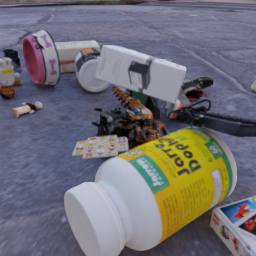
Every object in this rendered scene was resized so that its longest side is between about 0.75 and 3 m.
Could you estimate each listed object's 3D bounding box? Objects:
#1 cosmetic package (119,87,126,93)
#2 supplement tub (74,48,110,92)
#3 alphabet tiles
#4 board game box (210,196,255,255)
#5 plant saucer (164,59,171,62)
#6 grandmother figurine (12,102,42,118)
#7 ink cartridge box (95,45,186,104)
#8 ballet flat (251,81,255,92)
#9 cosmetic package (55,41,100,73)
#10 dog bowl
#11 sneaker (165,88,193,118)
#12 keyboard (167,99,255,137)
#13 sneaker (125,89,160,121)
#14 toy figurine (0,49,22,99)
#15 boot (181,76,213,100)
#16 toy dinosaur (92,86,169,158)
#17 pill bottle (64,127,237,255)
[{"bbox_3d":[0.125,-1.632,11.104,0.702,0.241,0.931,22,35,12],"label":"cosmetic package"},{"bbox_3d":[-1.488,-2.460,11.481,1.382,1.382,2.257,-7,29,-12],"label":"supplement tub"},{"bbox_3d":[-0.498,0.333,5.202,0.976,0.037,1.173,-6,14,-2],"label":"alphabet tiles"},{"bbox_3d":[3.222,1.818,4.864,2.938,0.509,1.855,-10,31,-17],"label":"board game box"},{"bbox_3d":[1.265,-2.627,12.474,1.457,0.366,1.457,-19,0,0],"label":"plant saucer"},{"bbox_3d":[-3.384,-0.663,9.504,0.999,0.303,0.606,-23,64,-39],"label":"grandmother figurine"},{"bbox_3d":[0.458,-1.660,8.388,2.392,1.001,1.735,19,18,6],"label":"ink cartridge box"},{"bbox_3d":[5.705,-1.778,11.188,1.659,0.595,0.595,-10,31,-19],"label":"ballet flat"},{"bbox_3d":[-2.751,-3.421,13.438,2.665,1.163,1.377,-7,30,-12],"label":"cosmetic package"},{"bbox_3d":[-3.508,-2.724,11.159,0.801,2.172,2.172,-20,35,-31],"label":"dog bowl"},{"bbox_3d":[1.758,-0.731,9.410,0.795,0.748,1.942,28,33,-6],"label":"sneaker"},{"bbox_3d":[1.694,-0.279,5.301,1.406,0.535,2.700,-1,7,-10],"label":"keyboard"},{"bbox_3d":[0.741,-0.924,9.416,1.029,0.875,2.352,-1,31,-23],"label":"sneaker"},{"bbox_3d":[-5.290,-2.005,10.662,2.315,1.636,2.351,-2,27,-14],"label":"toy figurine"},{"bbox_3d":[2.636,-1.512,10.638,1.489,0.545,1.121,-6,29,0],"label":"boot"},{"bbox_3d":[0.080,-0.010,7.287,1.798,1.353,2.649,-12,35,-22],"label":"toy dinosaur"},{"bbox_3d":[0.430,1.101,5.003,2.877,1.622,1.622,-20,35,-31],"label":"pill bottle"}]
